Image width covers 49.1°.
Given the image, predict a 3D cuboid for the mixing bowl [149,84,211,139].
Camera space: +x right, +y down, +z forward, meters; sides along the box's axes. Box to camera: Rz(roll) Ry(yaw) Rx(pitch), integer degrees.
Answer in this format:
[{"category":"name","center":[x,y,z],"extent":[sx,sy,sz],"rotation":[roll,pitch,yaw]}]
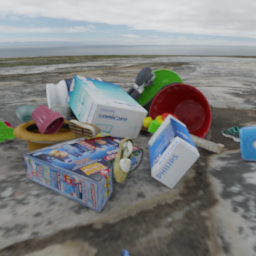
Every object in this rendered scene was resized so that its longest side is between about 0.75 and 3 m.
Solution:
[{"category":"mixing bowl","center":[2.066,-0.428,10.388],"extent":[2.299,2.299,1.245],"rotation":[11,7,28]}]

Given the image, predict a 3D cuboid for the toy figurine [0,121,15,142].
[{"category":"toy figurine","center":[-4.642,0.058,10.674],"extent":[1.088,0.817,1.001],"rotation":[8,12,-3]}]

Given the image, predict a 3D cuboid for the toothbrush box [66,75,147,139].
[{"category":"toothbrush box","center":[-0.944,-0.861,11.129],"extent":[2.151,1.253,2.938],"rotation":[7,24,-33]}]

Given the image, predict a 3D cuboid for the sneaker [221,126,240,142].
[{"category":"sneaker","center":[4.095,0.153,10.882],"extent":[0.435,0.511,1.120],"rotation":[-8,20,-23]}]

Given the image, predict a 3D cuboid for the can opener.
[{"category":"can opener","center":[0.132,-1.702,13.004],"extent":[0.910,2.723,0.726],"rotation":[41,5,-41]}]

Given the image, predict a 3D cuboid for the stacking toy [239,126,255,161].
[{"category":"stacking toy","center":[4.409,0.344,9.420],"extent":[1.056,1.116,1.924],"rotation":[-4,9,28]}]

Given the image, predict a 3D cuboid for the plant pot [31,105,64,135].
[{"category":"plant pot","center":[-2.648,-0.274,9.052],"extent":[0.789,0.881,0.881],"rotation":[41,33,13]}]

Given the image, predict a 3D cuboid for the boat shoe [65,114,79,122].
[{"category":"boat shoe","center":[-1.959,-0.442,12.085],"extent":[0.915,0.824,2.544],"rotation":[7,21,18]}]

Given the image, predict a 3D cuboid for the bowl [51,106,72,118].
[{"category":"bowl","center":[-2.781,-0.669,11.823],"extent":[0.971,0.455,0.971],"rotation":[4,-2,0]}]

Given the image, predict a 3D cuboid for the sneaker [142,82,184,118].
[{"category":"sneaker","center":[1.587,-1.084,12.414],"extent":[0.921,2.408,1.380],"rotation":[53,12,16]}]

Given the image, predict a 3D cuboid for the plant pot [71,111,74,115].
[{"category":"plant pot","center":[-3.128,-1.117,14.025],"extent":[0.911,0.819,0.911],"rotation":[-8,20,-20]}]

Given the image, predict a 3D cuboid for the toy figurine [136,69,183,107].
[{"category":"toy figurine","center":[1.668,-1.581,14.516],"extent":[2.925,2.196,2.692],"rotation":[-26,-4,17]}]

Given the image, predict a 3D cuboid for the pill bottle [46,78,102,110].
[{"category":"pill bottle","center":[-2.416,-1.502,12.874],"extent":[2.491,1.442,1.442],"rotation":[-8,21,-20]}]

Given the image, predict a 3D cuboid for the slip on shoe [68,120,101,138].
[{"category":"slip on shoe","center":[-1.370,0.002,8.738],"extent":[1.214,0.461,0.368],"rotation":[12,29,40]}]

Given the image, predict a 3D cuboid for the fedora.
[{"category":"fedora","center":[-2.624,0.393,9.455],"extent":[2.309,0.942,2.309],"rotation":[5,18,-2]}]

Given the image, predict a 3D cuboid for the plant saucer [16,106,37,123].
[{"category":"plant saucer","center":[-3.879,-0.381,11.429],"extent":[1.420,1.420,0.273],"rotation":[1,56,3]}]

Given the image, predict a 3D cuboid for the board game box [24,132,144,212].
[{"category":"board game box","center":[-0.996,1.101,7.677],"extent":[2.705,0.834,2.703],"rotation":[-16,25,-38]}]

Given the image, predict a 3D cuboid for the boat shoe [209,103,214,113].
[{"category":"boat shoe","center":[3.143,-1.017,13.555],"extent":[0.830,0.921,2.606],"rotation":[9,10,-19]}]

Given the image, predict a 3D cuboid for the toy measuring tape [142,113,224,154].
[{"category":"toy measuring tape","center":[1.912,0.166,9.963],"extent":[2.890,1.063,1.063],"rotation":[18,22,5]}]

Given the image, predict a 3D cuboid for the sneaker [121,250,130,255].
[{"category":"sneaker","center":[0.108,2.426,4.782],"extent":[0.337,0.303,0.820],"rotation":[-6,28,-22]}]

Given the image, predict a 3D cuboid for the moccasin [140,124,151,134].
[{"category":"moccasin","center":[0.617,-0.089,11.545],"extent":[0.456,0.481,1.246],"rotation":[21,6,-27]}]

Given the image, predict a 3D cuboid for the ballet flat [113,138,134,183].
[{"category":"ballet flat","center":[-0.085,0.780,7.164],"extent":[0.450,0.450,1.274],"rotation":[3,51,9]}]

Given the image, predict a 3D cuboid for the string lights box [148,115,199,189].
[{"category":"string lights box","center":[1.246,0.593,8.333],"extent":[0.706,1.230,2.394],"rotation":[33,18,-10]}]
